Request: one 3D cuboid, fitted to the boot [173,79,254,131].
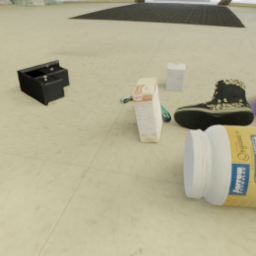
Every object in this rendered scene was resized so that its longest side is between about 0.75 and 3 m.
[{"bbox_3d":[3.311,-0.952,11.022,2.862,1.033,2.162,0,42,17],"label":"boot"}]

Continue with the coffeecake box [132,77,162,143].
[{"bbox_3d":[0.739,-0.659,10.133,0.696,1.904,1.462,-3,30,15],"label":"coffeecake box"}]

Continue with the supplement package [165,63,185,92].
[{"bbox_3d":[2.354,-2.530,13.977,0.862,1.136,0.856,5,32,9],"label":"supplement package"}]

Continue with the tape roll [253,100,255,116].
[{"bbox_3d":[6.698,-0.973,11.433,2.759,1.172,2.759,0,33,0],"label":"tape roll"}]

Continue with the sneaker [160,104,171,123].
[{"bbox_3d":[1.050,-0.700,11.714,0.665,0.782,1.787,9,36,-53],"label":"sneaker"}]

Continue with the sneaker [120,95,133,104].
[{"bbox_3d":[-0.003,-1.400,12.944,0.825,0.320,0.356,-21,34,-31],"label":"sneaker"}]

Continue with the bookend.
[{"bbox_3d":[-3.689,-2.267,13.600,2.359,1.094,2.374,-27,41,-37],"label":"bookend"}]

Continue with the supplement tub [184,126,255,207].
[{"bbox_3d":[3.021,1.001,7.329,2.890,2.090,2.090,2,32,3],"label":"supplement tub"}]
